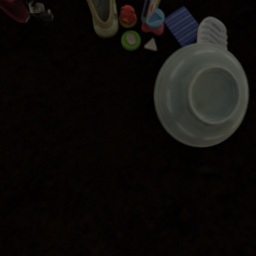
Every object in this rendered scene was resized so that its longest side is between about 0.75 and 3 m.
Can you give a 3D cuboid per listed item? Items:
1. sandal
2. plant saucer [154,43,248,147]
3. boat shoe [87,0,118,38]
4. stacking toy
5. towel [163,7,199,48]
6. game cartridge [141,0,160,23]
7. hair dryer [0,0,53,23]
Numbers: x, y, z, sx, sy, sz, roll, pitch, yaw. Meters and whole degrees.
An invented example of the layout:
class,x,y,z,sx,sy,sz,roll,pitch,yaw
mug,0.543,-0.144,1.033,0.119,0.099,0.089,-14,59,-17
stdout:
class,x,y,z,sx,sy,sz,roll,pitch,yaw
sandal,2.197,-1.799,8.059,1.201,0.725,2.951,25,71,-12
plant saucer,2.134,-0.863,7.478,2.864,0.719,2.864,-1,95,-14
boat shoe,-0.880,-4.078,8.188,1.008,0.869,2.763,-9,83,-1
stacking toy,0.374,-2.952,8.207,1.375,0.581,1.244,5,83,1
towel,1.687,-3.027,8.466,0.808,0.133,1.117,-34,83,-2
game cartridge,0.645,-3.332,7.412,0.200,0.976,0.650,31,67,5
hair dryer,-2.893,-3.540,7.604,1.716,0.466,1.307,-2,117,2
